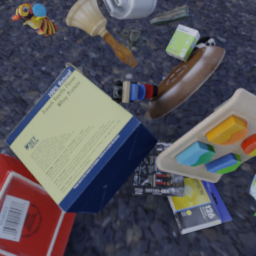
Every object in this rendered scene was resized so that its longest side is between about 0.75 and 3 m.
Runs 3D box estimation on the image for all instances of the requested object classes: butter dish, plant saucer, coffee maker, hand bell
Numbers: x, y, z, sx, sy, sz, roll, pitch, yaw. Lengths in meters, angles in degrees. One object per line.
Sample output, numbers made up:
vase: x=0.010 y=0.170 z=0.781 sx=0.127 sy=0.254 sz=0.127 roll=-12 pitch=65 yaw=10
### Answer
butter dish: x=-3.117 y=2.555 z=7.395 sx=2.060 sy=2.779 sz=2.787 roll=-25 pitch=39 yaw=39
plant saucer: x=1.577 y=-1.457 z=8.418 sx=0.466 sy=2.904 sz=2.904 roll=44 pitch=60 yaw=-10
coffee maker: x=3.213 y=-3.678 z=12.649 sx=1.081 sy=0.728 sz=1.039 roll=-34 pitch=60 yaw=-23
hand bell: x=-0.569 y=-2.632 z=8.159 sx=2.281 sy=1.188 sz=1.188 roll=45 pitch=62 yaw=-3

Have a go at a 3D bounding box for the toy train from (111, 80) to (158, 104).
toy train: x=0.280 y=-0.884 z=6.900 sx=0.670 sy=0.499 sz=2.925 roll=7 pitch=10 yaw=15

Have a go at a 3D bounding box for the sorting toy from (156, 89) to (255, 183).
sorting toy: x=2.263 y=0.440 z=6.392 sx=2.368 sy=2.558 sz=0.467 roll=18 pitch=40 yaw=-33

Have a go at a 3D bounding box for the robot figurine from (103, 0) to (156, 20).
robot figurine: x=0.133 y=-4.080 z=8.903 sx=2.007 sy=1.702 sz=1.134 roll=-26 pitch=94 yaw=-44

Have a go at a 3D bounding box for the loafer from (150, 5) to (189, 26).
loafer: x=1.183 y=-3.206 z=8.022 sx=1.120 sy=0.403 sz=0.352 roll=-5 pitch=88 yaw=20

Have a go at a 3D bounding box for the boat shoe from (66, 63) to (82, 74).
boat shoe: x=-1.528 y=-1.563 z=8.081 sx=0.334 sy=0.288 sz=0.914 roll=-33 pitch=51 yaw=-9

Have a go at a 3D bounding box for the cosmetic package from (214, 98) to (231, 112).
cosmetic package: x=3.248 y=-0.068 z=7.904 sx=1.598 sy=0.840 sz=0.568 roll=45 pitch=31 yaw=-7

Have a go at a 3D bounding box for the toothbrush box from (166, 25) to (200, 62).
toothbrush box: x=1.676 y=-2.594 z=8.598 sx=0.651 sy=0.385 sz=0.894 roll=29 pitch=96 yaw=25

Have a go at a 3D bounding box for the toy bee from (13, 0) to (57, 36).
toy bee: x=-2.946 y=-3.309 z=8.315 sx=1.652 sy=1.081 sz=0.898 roll=41 pitch=65 yaw=-17

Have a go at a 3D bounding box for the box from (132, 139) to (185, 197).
box: x=0.966 y=1.202 z=8.951 sx=1.561 sy=0.493 sz=1.980 roll=1 pitch=45 yaw=5

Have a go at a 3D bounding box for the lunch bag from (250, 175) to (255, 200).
lunch bag: x=3.155 y=1.196 z=6.023 sx=0.410 sy=0.995 sz=0.800 roll=48 pitch=43 yaw=-3

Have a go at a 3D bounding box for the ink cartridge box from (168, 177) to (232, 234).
ink cartridge box: x=2.086 y=2.219 z=8.482 sx=1.588 sy=0.373 sz=1.570 roll=-14 pitch=49 yaw=-6

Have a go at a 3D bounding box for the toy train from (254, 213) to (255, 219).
toy train: x=4.738 y=3.124 z=7.796 sx=0.734 sy=0.543 sz=2.603 roll=-40 pitch=63 yaw=-14

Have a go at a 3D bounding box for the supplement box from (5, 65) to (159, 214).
supplement box: x=-1.129 y=0.339 z=7.137 sx=2.553 sy=1.715 sz=2.555 roll=39 pitch=89 yaw=26

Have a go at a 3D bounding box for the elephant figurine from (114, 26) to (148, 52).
elephant figurine: x=0.107 y=-3.363 z=10.204 sx=0.751 sy=1.062 sz=0.824 roll=11 pitch=55 yaw=33
